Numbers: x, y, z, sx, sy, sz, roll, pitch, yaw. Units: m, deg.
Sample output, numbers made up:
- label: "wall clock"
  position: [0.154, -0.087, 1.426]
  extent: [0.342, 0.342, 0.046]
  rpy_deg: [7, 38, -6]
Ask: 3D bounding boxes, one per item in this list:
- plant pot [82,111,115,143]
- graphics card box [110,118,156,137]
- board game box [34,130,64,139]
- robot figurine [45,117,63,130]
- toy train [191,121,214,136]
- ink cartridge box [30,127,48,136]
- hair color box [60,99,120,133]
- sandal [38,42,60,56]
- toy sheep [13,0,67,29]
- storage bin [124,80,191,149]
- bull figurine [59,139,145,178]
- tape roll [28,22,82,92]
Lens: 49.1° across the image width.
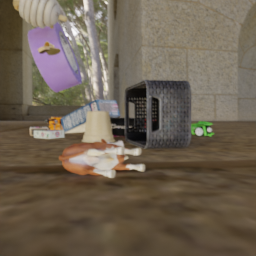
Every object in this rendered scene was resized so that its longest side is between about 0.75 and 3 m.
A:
- label: "plant pot"
  position: [-0.887, -0.052, 8.364]
  extent: [0.986, 0.902, 0.986]
  rpy_deg: [0, 2, 0]
- label: "graphics card box"
  position: [0.138, -0.036, 10.311]
  extent: [2.767, 0.704, 1.736]
  rpy_deg: [3, 3, 35]
- label: "board game box"
  position: [-2.701, 0.217, 9.568]
  extent: [0.850, 0.273, 0.627]
  rpy_deg: [2, 4, 35]
- label: "robot figurine"
  position: [-3.331, -0.217, 14.843]
  extent: [1.740, 0.699, 2.400]
  rpy_deg: [0, 2, 10]
- label: "toy train"
  position: [2.869, 0.043, 11.283]
  extent: [0.715, 0.529, 2.534]
  rpy_deg: [-10, 1, 7]
- label: "ink cartridge box"
  position: [-3.493, 0.136, 10.983]
  extent: [0.678, 0.309, 0.823]
  rpy_deg: [0, 3, -20]
- label: "hair color box"
  position: [-1.637, -0.453, 11.840]
  extent: [2.379, 0.720, 1.190]
  rpy_deg: [-21, -11, 37]
- label: "sandal"
  position: [-2.354, -2.388, 8.247]
  extent: [0.392, 0.352, 1.070]
  rpy_deg: [-23, 6, 17]
- label: "toy sheep"
  position: [-2.664, -3.577, 8.534]
  extent: [1.685, 1.162, 1.162]
  rpy_deg: [13, 1, -5]
- label: "storage bin"
  position: [0.662, -0.343, 7.300]
  extent: [1.087, 1.568, 2.319]
  rpy_deg: [-1, 3, -12]
- label: "bull figurine"
  position: [-0.272, 0.381, 3.621]
  extent: [0.796, 0.427, 1.311]
  rpy_deg: [1, 3, 29]
- label: "tape roll"
  position: [-2.721, -2.684, 10.679]
  extent: [1.046, 2.462, 2.462]
  rpy_deg: [-20, 2, 2]
